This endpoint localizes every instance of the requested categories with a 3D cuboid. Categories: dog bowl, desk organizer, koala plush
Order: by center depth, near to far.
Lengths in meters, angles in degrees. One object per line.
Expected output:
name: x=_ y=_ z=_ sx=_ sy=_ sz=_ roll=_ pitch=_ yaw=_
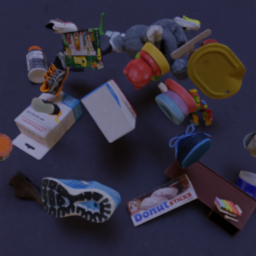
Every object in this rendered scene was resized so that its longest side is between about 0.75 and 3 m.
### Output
dog bowl: x=4.193 y=1.908 z=9.042 sx=1.315 sy=1.315 sz=0.518 roll=20 pitch=100 yaw=14
desk organizer: x=2.552 y=2.090 z=9.092 sx=2.860 sy=1.026 sz=1.101 roll=35 pitch=65 yaw=23
koala plush: x=0.711 y=-2.793 z=9.537 sx=2.165 sy=2.243 sz=2.441 roll=3 pitch=4 yaw=42

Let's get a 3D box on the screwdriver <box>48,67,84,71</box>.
screwdriver: x=-2.937 y=-2.714 z=12.997 sx=1.758 sy=0.245 sz=0.256 roll=-5 pitch=85 yaw=0

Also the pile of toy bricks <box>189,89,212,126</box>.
pile of toy bricks: x=2.705 y=-1.000 z=11.325 sx=1.040 sy=0.926 sz=1.875 roll=-9 pitch=55 yaw=-6

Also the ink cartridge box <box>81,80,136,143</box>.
ink cartridge box: x=-0.478 y=-0.637 z=8.559 sx=0.836 sy=2.487 sz=1.445 roll=-32 pitch=100 yaw=10

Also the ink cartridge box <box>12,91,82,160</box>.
ink cartridge box: x=-3.184 y=-0.247 z=10.815 sx=1.510 sy=0.890 sz=2.624 roll=26 pitch=59 yaw=17

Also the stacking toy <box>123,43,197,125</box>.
stacking toy: x=0.725 y=-1.142 z=8.098 sx=1.004 sy=2.377 sz=2.152 roll=-41 pitch=18 yaw=-2

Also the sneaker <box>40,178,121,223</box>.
sneaker: x=-1.275 y=1.825 z=7.352 sx=2.432 sy=1.094 sz=0.953 roll=8 pitch=95 yaw=26

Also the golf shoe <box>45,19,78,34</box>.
golf shoe: x=-2.054 y=-3.076 z=8.738 sx=1.157 sy=0.420 sz=0.533 roll=22 pitch=42 yaw=27

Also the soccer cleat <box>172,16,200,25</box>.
soccer cleat: x=3.063 y=-5.605 z=14.782 sx=1.482 sy=0.620 sz=0.479 roll=5 pitch=55 yaw=4

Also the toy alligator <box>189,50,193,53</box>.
toy alligator: x=2.694 y=-3.497 z=13.195 sx=0.836 sy=0.765 sz=2.819 roll=-26 pitch=59 yaw=-17

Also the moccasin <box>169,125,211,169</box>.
moccasin: x=1.498 y=0.533 z=7.405 sx=0.941 sy=2.340 sz=0.798 roll=-27 pitch=72 yaw=-9

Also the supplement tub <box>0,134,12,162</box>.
supplement tub: x=-3.637 y=0.603 z=7.516 sx=0.757 sy=1.235 sz=0.757 roll=18 pitch=62 yaw=-39

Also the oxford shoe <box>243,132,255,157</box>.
oxford shoe: x=3.859 y=0.348 z=7.572 sx=0.687 sy=2.381 sz=0.895 roll=44 pitch=80 yaw=2

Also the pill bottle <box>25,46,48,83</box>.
pill bottle: x=-4.136 y=-2.932 z=12.702 sx=0.924 sy=0.924 sz=1.740 roll=-13 pitch=55 yaw=-9

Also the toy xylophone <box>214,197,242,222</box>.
toy xylophone: x=2.806 y=2.279 z=7.824 sx=0.863 sy=0.217 sz=0.632 roll=20 pitch=23 yaw=-29

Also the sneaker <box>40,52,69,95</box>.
sneaker: x=-2.634 y=-1.863 z=9.982 sx=0.681 sy=1.764 sz=0.690 roll=-9 pitch=47 yaw=-40

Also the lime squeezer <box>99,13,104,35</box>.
lime squeezer: x=-0.940 y=-3.653 z=10.996 sx=0.338 sy=1.792 sz=0.633 roll=21 pitch=76 yaw=20

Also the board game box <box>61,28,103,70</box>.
board game box: x=-1.340 y=-2.215 z=7.924 sx=0.232 sy=1.036 sz=1.977 roll=-21 pitch=23 yaw=-32

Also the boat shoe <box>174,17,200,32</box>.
boat shoe: x=2.483 y=-4.335 z=12.013 sx=1.237 sy=0.455 sz=0.413 roll=11 pitch=89 yaw=-18

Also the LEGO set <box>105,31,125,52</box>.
LEGO set: x=-0.866 y=-4.442 z=14.130 sx=1.172 sy=0.385 sz=1.569 roll=17 pitch=56 yaw=16

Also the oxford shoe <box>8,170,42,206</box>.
oxford shoe: x=-3.343 y=2.161 z=9.317 sx=1.724 sy=0.626 sz=0.728 roll=27 pitch=62 yaw=31

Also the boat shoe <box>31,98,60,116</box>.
boat shoe: x=-2.574 y=-0.644 z=8.679 sx=1.155 sy=0.362 sz=0.422 roll=19 pitch=96 yaw=34

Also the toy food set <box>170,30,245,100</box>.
toy food set: x=2.674 y=-2.090 z=9.138 sx=1.501 sy=2.551 sz=0.833 roll=-38 pitch=27 yaw=25

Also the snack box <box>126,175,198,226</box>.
snack box: x=1.014 y=2.273 z=8.752 sx=2.157 sy=0.262 sz=0.775 roll=-29 pitch=70 yaw=13

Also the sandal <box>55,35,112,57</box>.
sandal: x=-1.544 y=-2.798 z=10.356 sx=2.924 sy=0.626 sz=1.112 roll=9 pitch=52 yaw=46
